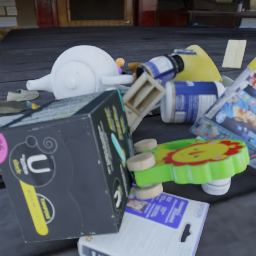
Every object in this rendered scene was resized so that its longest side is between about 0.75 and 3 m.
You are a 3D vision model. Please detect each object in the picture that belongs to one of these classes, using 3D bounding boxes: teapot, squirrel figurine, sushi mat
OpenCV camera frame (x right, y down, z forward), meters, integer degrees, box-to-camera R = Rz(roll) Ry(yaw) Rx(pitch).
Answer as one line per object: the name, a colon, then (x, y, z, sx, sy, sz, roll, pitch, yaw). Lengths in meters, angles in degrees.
teapot: (-1.468, -1.506, 9.100, 2.465, 2.498, 1.824, 43, 17, -1)
squirrel figurine: (0.926, -1.988, 11.788, 1.707, 1.208, 1.593, -8, 31, -12)
sushi mat: (3.115, -2.179, 8.211, 0.501, 0.063, 1.047, 8, 66, 29)

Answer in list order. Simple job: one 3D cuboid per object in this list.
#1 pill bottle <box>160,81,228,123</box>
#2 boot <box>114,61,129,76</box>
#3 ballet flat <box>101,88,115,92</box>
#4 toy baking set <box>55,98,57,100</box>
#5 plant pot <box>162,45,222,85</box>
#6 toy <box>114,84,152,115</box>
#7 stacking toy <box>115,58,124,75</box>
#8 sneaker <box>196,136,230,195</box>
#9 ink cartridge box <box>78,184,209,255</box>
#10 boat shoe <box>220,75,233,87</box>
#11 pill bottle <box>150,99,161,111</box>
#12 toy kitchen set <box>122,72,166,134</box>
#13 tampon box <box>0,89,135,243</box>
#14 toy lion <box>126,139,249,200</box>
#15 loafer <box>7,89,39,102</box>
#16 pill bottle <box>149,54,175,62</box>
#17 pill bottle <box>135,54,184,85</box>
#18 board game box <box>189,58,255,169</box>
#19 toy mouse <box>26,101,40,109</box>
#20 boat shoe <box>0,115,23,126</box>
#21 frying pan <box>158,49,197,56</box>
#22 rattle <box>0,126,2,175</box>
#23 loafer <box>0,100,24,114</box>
pill bottle: (2.320, -0.840, 9.055, 2.399, 1.332, 1.332, 0, 25, -2)
boot: (-1.156, -3.067, 14.520, 2.273, 0.787, 1.979, 0, 24, -6)
ballet flat: (-0.536, -0.837, 7.797, 0.682, 0.682, 1.929, 0, 10, -1)
toy baking set: (-2.350, -1.472, 10.887, 1.427, 0.166, 1.095, -48, 37, -10)
plant pot: (2.567, -1.767, 10.593, 1.536, 2.164, 2.164, 43, 43, 23)
toy: (0.107, -0.791, 8.975, 0.986, 0.404, 1.712, 20, -11, 23)
stacking toy: (-0.744, -2.213, 11.418, 1.248, 1.180, 2.150, -2, 39, 37)
sneaker: (2.025, 0.576, 6.599, 0.837, 0.812, 2.292, 3, 25, 5)
ink cartridge box: (0.344, 1.683, 4.717, 1.717, 0.373, 1.701, 9, 26, 24)
boat shoe: (4.522, -2.164, 12.881, 0.483, 0.513, 1.429, -12, 25, -15)
pill bottle: (0.718, -1.209, 9.873, 0.608, 1.113, 0.608, -30, 6, 3)
toy kitchen set: (-0.251, -0.617, 7.202, 1.648, 1.822, 2.019, 40, 20, -8)
tampon box: (-0.874, 0.455, 5.008, 1.545, 1.834, 2.448, -10, 14, 11)
toy lion: (1.125, 0.588, 5.420, 2.115, 0.758, 2.207, -14, 7, 8)
loafer: (-4.175, -1.331, 11.159, 1.277, 0.436, 0.483, -21, 32, -38)
pill bottle: (2.025, -2.876, 13.468, 1.316, 1.316, 2.305, 19, 31, 35)
pill bottle: (1.011, -1.768, 8.686, 1.429, 0.799, 0.799, -26, 33, -21)
board game box: (3.109, -0.042, 6.061, 2.510, 0.775, 2.511, 43, 67, 10)
toy mouse: (-3.221, -0.732, 9.782, 0.908, 0.176, 0.807, 26, -3, -34)
boat shoe: (-3.311, -0.089, 8.387, 1.381, 0.440, 0.488, -4, 51, -56)
frying pan: (1.531, -2.371, 8.775, 1.283, 0.209, 0.776, 3, 19, -3)
rattle: (-2.922, 0.102, 6.170, 2.694, 1.925, 1.754, -6, 42, -26)
loafer: (-4.245, -0.722, 9.863, 1.100, 0.376, 0.416, 1, 59, -36)
